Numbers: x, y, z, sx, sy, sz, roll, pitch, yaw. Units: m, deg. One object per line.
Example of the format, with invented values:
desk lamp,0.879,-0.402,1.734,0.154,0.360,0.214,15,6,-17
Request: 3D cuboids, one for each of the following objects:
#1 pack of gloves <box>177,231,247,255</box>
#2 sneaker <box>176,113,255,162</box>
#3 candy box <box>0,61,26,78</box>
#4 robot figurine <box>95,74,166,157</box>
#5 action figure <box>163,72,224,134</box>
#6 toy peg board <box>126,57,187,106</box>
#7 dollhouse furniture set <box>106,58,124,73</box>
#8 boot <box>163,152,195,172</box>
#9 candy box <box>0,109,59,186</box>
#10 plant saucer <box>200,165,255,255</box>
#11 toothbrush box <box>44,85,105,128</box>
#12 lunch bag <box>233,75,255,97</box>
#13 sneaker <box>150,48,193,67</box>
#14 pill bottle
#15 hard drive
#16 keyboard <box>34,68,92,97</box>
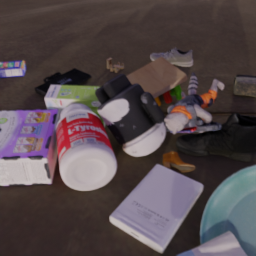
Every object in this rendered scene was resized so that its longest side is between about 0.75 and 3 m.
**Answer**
pack of gloves,1.384,3.040,5.007,2.418,0.477,2.031,-20,36,-9
sneaker,3.030,0.146,8.539,2.989,1.559,0.897,8,35,11
candy box,-5.763,-2.906,13.861,1.211,0.466,1.024,-6,34,-10
robot figurine,0.094,-0.351,8.539,1.567,2.511,1.886,-33,6,1
action figure,1.717,-0.668,9.234,2.713,1.419,2.624,-5,28,33
toy peg board,1.034,-1.589,11.519,2.258,1.109,2.267,-30,37,-2
dollhouse furniture set,-0.697,-3.225,14.300,0.755,0.491,0.693,19,40,25
boot,1.508,0.984,8.400,0.938,0.330,0.672,-2,40,8
candy box,-3.665,0.525,8.439,2.943,1.053,2.469,-2,35,-4
plant saucer,2.851,2.151,5.407,2.951,0.530,2.951,-25,49,32
toothbrush box,-1.765,-0.691,9.813,1.911,1.391,0.823,4,44,4
lunch bag,5.179,-1.916,12.236,1.033,0.741,1.260,9,30,13
sneaker,2.311,-3.838,14.788,2.263,0.928,0.846,5,35,8
pill bottle,-1.334,0.413,8.221,1.490,1.490,2.655,-9,36,-13
hard drive,0.783,1.905,7.129,1.461,0.291,2.216,22,41,28
keyboard,-3.034,-2.079,12.837,1.569,0.335,2.614,26,41,22
